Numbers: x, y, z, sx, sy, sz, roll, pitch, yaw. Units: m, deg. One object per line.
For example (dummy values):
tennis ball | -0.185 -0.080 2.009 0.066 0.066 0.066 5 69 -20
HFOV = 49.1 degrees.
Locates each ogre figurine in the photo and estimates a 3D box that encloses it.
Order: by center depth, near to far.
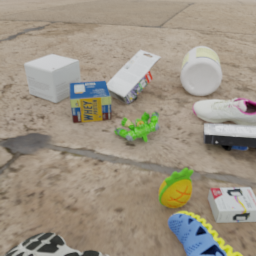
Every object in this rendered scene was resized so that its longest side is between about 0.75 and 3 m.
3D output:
ogre figurine | 0.440 -0.019 10.276 1.757 0.862 1.054 -5 26 -16

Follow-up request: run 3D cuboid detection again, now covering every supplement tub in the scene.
supplement tub | 3.577 -2.883 13.792 1.861 1.861 2.566 7 33 10

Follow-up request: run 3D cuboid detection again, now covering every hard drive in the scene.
hard drive | 3.748 0.240 9.818 2.142 0.405 1.497 3 16 15

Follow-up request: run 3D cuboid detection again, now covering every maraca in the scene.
maraca | 1.251 1.564 7.290 0.979 1.428 0.764 -18 46 -21

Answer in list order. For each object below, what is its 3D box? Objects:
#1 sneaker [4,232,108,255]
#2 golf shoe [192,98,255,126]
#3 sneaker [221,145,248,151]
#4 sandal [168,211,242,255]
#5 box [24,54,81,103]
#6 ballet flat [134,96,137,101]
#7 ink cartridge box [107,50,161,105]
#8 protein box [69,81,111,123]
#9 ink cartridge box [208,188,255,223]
sneaker | -1.435 2.979 5.489 2.841 1.185 1.145 4 18 35
golf shoe | 3.949 -0.775 10.889 2.822 1.291 1.063 9 62 16
sneaker | 3.660 0.658 9.680 0.854 0.328 0.475 18 31 32
sandal | 1.617 2.706 6.071 0.960 0.876 2.205 -25 39 -27
box | -3.517 -2.391 13.277 1.830 1.576 1.839 19 37 27
ballet flat | 0.248 -1.591 13.210 0.293 0.251 0.882 -40 33 14
ink cartridge box | 0.300 -2.398 13.066 1.430 0.661 2.625 32 74 38
protein box | -1.600 -1.130 11.761 1.609 1.093 1.620 -6 33 -9
ink cartridge box | 2.804 2.025 7.427 1.136 0.471 0.828 -1 33 -2
